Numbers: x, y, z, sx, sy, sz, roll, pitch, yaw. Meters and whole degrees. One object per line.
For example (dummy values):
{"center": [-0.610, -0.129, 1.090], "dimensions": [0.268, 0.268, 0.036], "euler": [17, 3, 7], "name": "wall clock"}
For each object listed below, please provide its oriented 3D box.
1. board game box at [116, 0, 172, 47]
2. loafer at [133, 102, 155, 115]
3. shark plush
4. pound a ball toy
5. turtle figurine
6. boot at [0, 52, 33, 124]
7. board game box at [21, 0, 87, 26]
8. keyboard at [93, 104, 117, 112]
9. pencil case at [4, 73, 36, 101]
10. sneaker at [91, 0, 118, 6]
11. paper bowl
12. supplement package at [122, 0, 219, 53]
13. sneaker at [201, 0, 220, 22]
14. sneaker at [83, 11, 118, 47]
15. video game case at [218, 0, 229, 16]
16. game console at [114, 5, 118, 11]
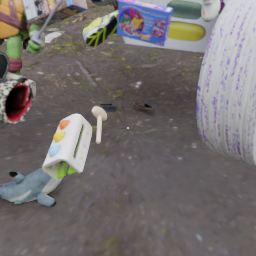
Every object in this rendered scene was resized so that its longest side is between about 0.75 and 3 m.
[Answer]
{"center": [0.234, -1.626, 4.313], "dimensions": [0.804, 0.540, 0.180], "euler": [19, 45, 13], "name": "board game box"}
{"center": [0.536, -0.701, 9.172], "dimensions": [0.811, 0.288, 0.296], "euler": [22, 42, 28], "name": "loafer"}
{"center": [-2.369, 1.175, 6.159], "dimensions": [1.870, 0.779, 0.850], "euler": [-1, 36, -2], "name": "shark plush"}
{"center": [-0.895, 0.152, 4.754], "dimensions": [0.846, 0.551, 1.298], "euler": [-24, 35, 25], "name": "pound a ball toy"}
{"center": [-3.121, -2.267, 6.553], "dimensions": [2.155, 2.904, 2.995], "euler": [14, 23, -28], "name": "turtle figurine"}
{"center": [-2.435, -0.791, 5.345], "dimensions": [1.606, 0.767, 2.126], "euler": [-2, 46, 20], "name": "boot"}
{"center": [-1.690, -2.967, 6.211], "dimensions": [1.265, 1.009, 0.613], "euler": [-10, 8, 25], "name": "board game box"}
{"center": [-0.766, -0.691, 9.345], "dimensions": [0.773, 0.080, 0.491], "euler": [0, 36, -1], "name": "keyboard"}
{"center": [-2.901, -1.005, 6.605], "dimensions": [1.428, 0.639, 0.555], "euler": [18, -2, 1], "name": "pencil case"}
{"center": [-0.565, -3.725, 7.776], "dimensions": [0.978, 0.395, 0.565], "euler": [13, 77, 17], "name": "sneaker"}
{"center": [2.315, -0.722, 4.339], "dimensions": [1.420, 2.731, 2.731], "euler": [18, 39, 36], "name": "paper bowl"}
{"center": [1.263, -3.697, 8.735], "dimensions": [2.702, 2.050, 2.035], "euler": [4, 29, -9], "name": "supplement package"}
{"center": [1.519, -2.568, 5.271], "dimensions": [0.489, 1.047, 0.368], "euler": [9, 7, -44], "name": "sneaker"}
{"center": [-0.357, -1.807, 4.806], "dimensions": [0.985, 0.372, 0.376], "euler": [-31, 60, -5], "name": "sneaker"}
{"center": [3.580, -2.915, 7.391], "dimensions": [2.129, 2.349, 0.421], "euler": [-42, 26, -8], "name": "video game case"}
{"center": [-0.627, -4.708, 8.462], "dimensions": [0.320, 2.063, 1.825], "euler": [-18, 38, 5], "name": "game console"}
